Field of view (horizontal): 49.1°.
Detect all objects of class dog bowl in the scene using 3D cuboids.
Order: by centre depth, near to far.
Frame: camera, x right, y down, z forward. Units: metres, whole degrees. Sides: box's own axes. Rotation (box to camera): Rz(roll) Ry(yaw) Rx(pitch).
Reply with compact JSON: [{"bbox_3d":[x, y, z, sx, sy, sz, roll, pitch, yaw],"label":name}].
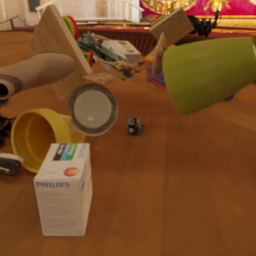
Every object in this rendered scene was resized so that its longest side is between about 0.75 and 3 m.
[{"bbox_3d":[-1.052,-0.551,8.496,1.579,1.579,0.463,3,3,6],"label":"dog bowl"}]

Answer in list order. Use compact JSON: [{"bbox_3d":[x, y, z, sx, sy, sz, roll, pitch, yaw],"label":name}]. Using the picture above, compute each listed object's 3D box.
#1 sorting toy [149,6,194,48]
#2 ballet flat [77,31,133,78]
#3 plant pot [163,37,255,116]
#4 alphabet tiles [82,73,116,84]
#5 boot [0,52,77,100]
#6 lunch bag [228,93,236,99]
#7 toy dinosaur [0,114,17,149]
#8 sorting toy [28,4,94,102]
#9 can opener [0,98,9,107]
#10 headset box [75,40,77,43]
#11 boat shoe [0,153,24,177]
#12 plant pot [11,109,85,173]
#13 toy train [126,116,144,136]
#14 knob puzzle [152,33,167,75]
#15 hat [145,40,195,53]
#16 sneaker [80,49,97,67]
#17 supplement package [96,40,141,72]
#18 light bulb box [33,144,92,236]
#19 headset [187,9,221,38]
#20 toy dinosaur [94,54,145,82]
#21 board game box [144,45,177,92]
[{"bbox_3d":[1.311,-3.173,8.740,1.137,1.131,0.396,-31,62,19],"label":"sorting toy"},{"bbox_3d":[-0.800,-3.125,11.570,2.737,1.016,1.016,32,29,-1],"label":"ballet flat"},{"bbox_3d":[2.523,-1.646,8.061,2.297,2.149,2.149,-14,15,33],"label":"plant pot"},{"bbox_3d":[-0.812,-1.513,8.366,0.731,0.033,0.874,21,31,28],"label":"alphabet tiles"},{"bbox_3d":[-3.023,-1.386,7.985,2.815,0.989,2.058,-12,23,10],"label":"boot"},{"bbox_3d":[4.851,-2.971,15.275,1.199,2.337,2.908,-7,25,-11],"label":"lunch bag"},{"bbox_3d":[-4.802,0.022,10.878,2.450,1.251,1.663,-18,10,6],"label":"toy dinosaur"},{"bbox_3d":[-2.342,-2.681,10.368,0.919,2.639,2.623,-31,2,-37],"label":"sorting toy"},{"bbox_3d":[-6.575,-1.153,13.756,0.555,0.689,1.752,40,32,-6],"label":"can opener"},{"bbox_3d":[-3.293,-4.328,14.512,0.727,1.365,1.568,5,61,-36],"label":"headset box"},{"bbox_3d":[-4.173,1.164,8.627,2.041,0.754,0.616,1,62,17],"label":"boat shoe"},{"bbox_3d":[-2.452,0.314,9.187,1.943,1.943,1.828,12,12,24],"label":"plant pot"},{"bbox_3d":[0.296,-0.100,11.478,0.706,0.528,1.239,12,23,-3],"label":"toy train"},{"bbox_3d":[0.921,-2.171,8.699,0.176,1.268,1.268,17,30,20],"label":"knob puzzle"},{"bbox_3d":[2.014,-3.195,12.503,2.424,0.978,2.424,-8,24,4],"label":"hat"},{"bbox_3d":[-2.328,-3.076,12.949,1.757,0.708,1.287,-28,66,-12],"label":"sneaker"},{"bbox_3d":[-0.484,-3.616,14.023,1.114,1.073,1.958,47,34,16],"label":"supplement package"},{"bbox_3d":[-1.491,1.454,6.854,1.021,1.636,1.622,0,25,0],"label":"light bulb box"},{"bbox_3d":[3.123,-4.618,12.294,1.506,1.146,2.439,2,22,-21],"label":"headset"},{"bbox_3d":[-0.301,-2.284,10.517,2.075,0.604,1.049,2,41,-18],"label":"toy dinosaur"},{"bbox_3d":[1.485,-2.320,10.674,1.195,1.196,1.195,33,67,28],"label":"board game box"}]
